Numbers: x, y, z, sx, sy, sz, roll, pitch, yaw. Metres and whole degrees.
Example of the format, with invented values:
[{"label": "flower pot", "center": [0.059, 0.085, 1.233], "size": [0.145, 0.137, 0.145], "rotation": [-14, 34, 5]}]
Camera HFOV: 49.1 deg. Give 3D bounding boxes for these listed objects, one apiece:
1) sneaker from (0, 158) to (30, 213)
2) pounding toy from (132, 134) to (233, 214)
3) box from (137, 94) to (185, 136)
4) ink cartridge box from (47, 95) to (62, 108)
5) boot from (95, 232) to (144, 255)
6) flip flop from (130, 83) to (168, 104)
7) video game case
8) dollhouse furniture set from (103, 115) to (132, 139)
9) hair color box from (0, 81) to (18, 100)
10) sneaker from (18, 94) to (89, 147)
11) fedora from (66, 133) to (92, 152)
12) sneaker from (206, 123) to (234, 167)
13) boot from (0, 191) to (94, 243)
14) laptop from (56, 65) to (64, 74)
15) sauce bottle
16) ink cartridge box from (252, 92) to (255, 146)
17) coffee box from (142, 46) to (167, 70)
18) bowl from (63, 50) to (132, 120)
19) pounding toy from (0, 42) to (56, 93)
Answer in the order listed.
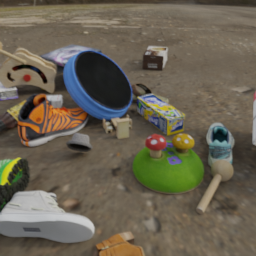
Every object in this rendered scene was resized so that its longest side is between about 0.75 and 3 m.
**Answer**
[{"label": "sneaker", "center": [-3.216, 1.565, 6.259], "size": [1.102, 1.010, 2.587], "rotation": [-4, 20, 8]}, {"label": "pounding toy", "center": [1.302, 0.761, 7.271], "size": [2.501, 1.160, 1.930], "rotation": [22, 37, 35]}, {"label": "box", "center": [1.107, -0.521, 10.027], "size": [0.723, 0.664, 2.065], "rotation": [-15, 33, -23]}, {"label": "ink cartridge box", "center": [-3.089, -1.055, 11.294], "size": [0.808, 0.343, 0.588], "rotation": [-4, 30, -4]}, {"label": "boot", "center": [-0.134, 2.384, 5.214], "size": [0.766, 0.378, 0.987], "rotation": [-13, 32, -21]}, {"label": "flip flop", "center": [0.534, -1.457, 11.616], "size": [2.485, 0.715, 1.008], "rotation": [20, 35, 31]}, {"label": "video game case", "center": [-2.811, -3.503, 13.477], "size": [1.949, 0.259, 2.728], "rotation": [-31, 37, -29]}, {"label": "dollhouse furniture set", "center": [-0.308, -0.166, 9.429], "size": [0.906, 0.642, 0.986], "rotation": [-9, 31, -16]}, {"label": "hair color box", "center": [-5.294, -1.679, 12.314], "size": [0.722, 0.428, 1.321], "rotation": [-11, 30, -20]}, {"label": "sneaker", "center": [-2.364, -0.479, 9.158], "size": [1.000, 1.444, 2.577], "rotation": [23, 37, 34]}, {"label": "fedora", "center": [-1.392, 0.395, 8.126], "size": [0.763, 0.863, 0.390], "rotation": [10, 70, -4]}, {"label": "sneaker", "center": [2.762, 0.268, 8.296], "size": [0.820, 0.912, 2.112], "rotation": [-2, 28, 14]}, {"label": "boot", "center": [-1.655, 1.761, 5.914], "size": [2.058, 0.757, 0.984], "rotation": [3, 35, 6]}, {"label": "laptop", "center": [-1.909, -2.672, 13.448], "size": [1.515, 2.614, 2.448], "rotation": [-43, 30, 12]}, {"label": "sauce bottle", "center": [-3.978, -0.373, 9.790], "size": [0.634, 0.634, 1.921], "rotation": [14, 37, 22]}, {"label": "ink cartridge box", "center": [4.693, -0.168, 7.728], "size": [2.126, 1.238, 2.919], "rotation": [33, 38, 1]}, {"label": "coffee box", "center": [1.546, -3.991, 15.964], "size": [1.152, 0.814, 2.039], "rotation": [7, 30, 12]}, {"label": "bowl", "center": [-0.988, -1.616, 10.233], "size": [2.804, 0.550, 2.804], "rotation": [25, 48, -31]}, {"label": "pounding toy", "center": [-4.454, -2.234, 11.771], "size": [2.947, 1.685, 1.691], "rotation": [24, 21, -27]}]
